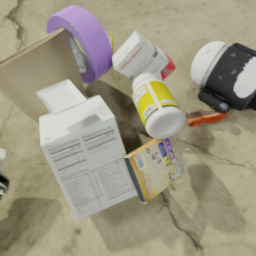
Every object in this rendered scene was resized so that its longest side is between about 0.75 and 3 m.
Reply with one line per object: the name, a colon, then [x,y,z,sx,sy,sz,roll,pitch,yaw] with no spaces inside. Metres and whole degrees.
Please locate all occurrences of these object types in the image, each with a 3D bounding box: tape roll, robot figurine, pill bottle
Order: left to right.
tape roll: [-1.512,-2.521,8.689,2.253,2.253,0.739,39,62,17]
pill bottle: [0.646,-0.588,6.766,0.907,0.907,1.614,-14,48,-7]
robot figurine: [3.462,-1.657,9.280,2.824,1.762,2.122,33,38,16]

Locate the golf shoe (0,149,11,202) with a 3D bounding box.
golf shoe: [-3.720,1.887,7.245,1.275,1.117,2.895,-3,100,-10]

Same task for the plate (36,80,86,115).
plate: [-1.403,-0.629,5.893,0.786,0.127,0.788,-29,58,-24]

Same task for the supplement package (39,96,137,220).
supplement package: [-1.040,0.714,7.358,1.759,2.335,1.772,-21,28,-9]

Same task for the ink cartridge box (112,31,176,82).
ink cartridge box: [0.435,-1.845,7.942,1.065,1.476,0.618,-42,41,27]

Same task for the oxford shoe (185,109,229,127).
oxford shoe: [2.625,-0.453,9.352,1.429,0.509,0.521,-9,59,-4]

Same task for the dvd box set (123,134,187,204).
dvd box set: [0.733,0.919,6.948,1.649,0.242,1.206,-28,101,-36]

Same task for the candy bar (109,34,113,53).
candy bar: [-0.544,-2.662,9.047,0.133,0.300,1.203,5,44,-9]

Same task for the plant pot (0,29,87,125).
plant pot: [-2.281,-1.113,8.238,2.472,2.639,2.472,-23,26,12]
